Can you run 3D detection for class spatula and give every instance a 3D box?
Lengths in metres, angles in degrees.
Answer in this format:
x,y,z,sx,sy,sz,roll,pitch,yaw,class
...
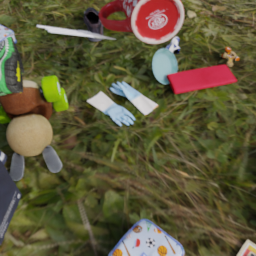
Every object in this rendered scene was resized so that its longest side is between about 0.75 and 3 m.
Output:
x,y,z,sx,sy,sz,roll,pitch,yaw,class
-1.800,-3.208,9.546,2.342,0.188,1.628,-6,28,-35,spatula

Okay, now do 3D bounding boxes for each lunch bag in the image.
x,y,z,sx,sy,sz,roll,pitch,yaw,class
-6.174,-4.019,12.624,1.867,0.705,1.496,21,55,15,lunch bag
0.333,3.223,6.475,1.523,0.718,1.901,34,56,23,lunch bag

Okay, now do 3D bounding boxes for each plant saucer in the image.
x,y,z,sx,sy,sz,roll,pitch,yaw,class
1.384,-2.401,11.022,1.374,1.374,0.247,-41,26,-29,plant saucer

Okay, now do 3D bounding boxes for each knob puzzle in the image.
x,y,z,sx,sy,sz,roll,pitch,yaw,class
3.042,3.837,6.199,2.282,0.316,2.282,0,50,0,knob puzzle

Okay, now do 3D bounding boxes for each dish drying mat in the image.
x,y,z,sx,sy,sz,roll,pitch,yaw,class
2.912,-1.944,11.150,2.635,0.240,1.012,-12,55,-11,dish drying mat

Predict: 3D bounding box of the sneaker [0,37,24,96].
x,y,z,sx,sy,sz,roll,pitch,yaw,class
-3.625,-1.777,7.856,1.146,1.049,2.690,-13,37,-9,sneaker

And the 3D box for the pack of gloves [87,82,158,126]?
x,y,z,sx,sy,sz,roll,pitch,yaw,class
-0.223,-1.015,10.262,2.057,0.406,1.728,37,58,27,pack of gloves

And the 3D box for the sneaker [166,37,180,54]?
x,y,z,sx,sy,sz,roll,pitch,yaw,class
2.103,-3.565,12.464,0.577,0.404,1.000,27,61,16,sneaker

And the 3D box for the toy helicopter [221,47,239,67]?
x,y,z,sx,sy,sz,roll,pitch,yaw,class
4.360,-2.904,11.847,0.727,0.433,1.099,19,49,2,toy helicopter

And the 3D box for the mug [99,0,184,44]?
x,y,z,sx,sy,sz,roll,pitch,yaw,class
0.475,-3.896,9.156,1.936,2.576,2.902,21,37,-30,mug

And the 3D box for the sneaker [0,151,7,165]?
x,y,z,sx,sy,sz,roll,pitch,yaw,class
-4.729,0.820,8.504,2.582,1.401,0.905,-3,45,39,sneaker

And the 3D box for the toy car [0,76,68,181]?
x,y,z,sx,sy,sz,roll,pitch,yaw,class
-3.002,0.121,8.719,2.318,2.226,2.821,-13,79,-4,toy car

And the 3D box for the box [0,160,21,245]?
x,y,z,sx,sy,sz,roll,pitch,yaw,class
-4.369,1.469,6.707,2.612,2.591,1.609,6,50,5,box

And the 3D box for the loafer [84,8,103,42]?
x,y,z,sx,sy,sz,roll,pitch,yaw,class
-1.652,-5.235,13.535,0.970,0.850,2.699,-8,50,-6,loafer
